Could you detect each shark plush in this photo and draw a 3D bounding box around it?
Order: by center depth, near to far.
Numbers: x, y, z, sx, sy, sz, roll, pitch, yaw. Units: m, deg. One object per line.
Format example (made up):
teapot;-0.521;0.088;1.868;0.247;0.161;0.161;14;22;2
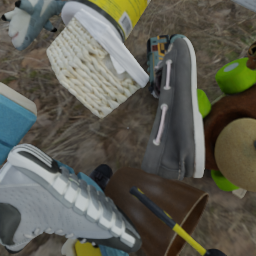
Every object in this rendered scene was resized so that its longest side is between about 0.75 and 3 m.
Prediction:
shark plush;-2.190;-2.776;7.128;0.994;0.911;2.188;-13;26;36

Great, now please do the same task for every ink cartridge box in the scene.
ink cartridge box;2.047;-2.562;5.074;1.691;0.368;1.467;30;36;5

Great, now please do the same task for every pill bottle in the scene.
pill bottle;-0.212;-3.084;6.205;1.451;1.451;2.580;28;81;14

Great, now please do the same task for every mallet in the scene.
mallet;0.837;1.699;4.696;2.015;0.664;0.415;39;86;22

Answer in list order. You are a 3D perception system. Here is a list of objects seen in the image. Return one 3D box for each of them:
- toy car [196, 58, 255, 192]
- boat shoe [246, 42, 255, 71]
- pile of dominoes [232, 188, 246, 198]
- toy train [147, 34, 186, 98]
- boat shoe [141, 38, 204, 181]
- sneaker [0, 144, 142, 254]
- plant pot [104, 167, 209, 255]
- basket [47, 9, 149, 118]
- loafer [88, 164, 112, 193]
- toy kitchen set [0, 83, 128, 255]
toy car;2.353;0.275;4.971;2.192;2.778;2.282;-35;108;3
boat shoe;2.091;-1.224;4.462;0.350;1.030;0.370;20;82;1
pile of dominoes;2.956;0.646;8.014;1.910;0.390;2.450;-31;59;-14
toy train;1.284;-1.972;8.950;1.353;1.012;2.375;-5;64;11
boat shoe;0.615;-0.492;4.227;0.779;0.914;2.735;0;50;5
sneaker;-0.979;1.344;3.937;2.241;0.841;1.294;40;89;-9
plant pot;0.487;1.836;6.594;2.050;1.916;1.916;29;66;28
basket;-0.602;-1.098;4.700;1.041;1.144;1.687;-43;36;5
loafer;-0.948;1.683;7.226;0.647;0.567;1.801;25;66;12
toy kitchen set;-1.308;1.061;4.586;1.725;2.928;2.346;-50;33;9
